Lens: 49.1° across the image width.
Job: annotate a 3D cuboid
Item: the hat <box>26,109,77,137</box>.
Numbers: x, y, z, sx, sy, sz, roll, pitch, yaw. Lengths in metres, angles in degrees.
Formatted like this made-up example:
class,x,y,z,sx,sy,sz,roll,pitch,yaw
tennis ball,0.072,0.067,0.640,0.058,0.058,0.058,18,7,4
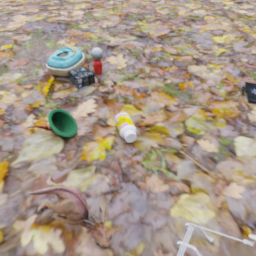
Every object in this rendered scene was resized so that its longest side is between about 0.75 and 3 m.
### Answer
class,x,y,z,sx,sy,sz,roll,pitch,yaw
hat,-2.851,0.048,10.862,1.431,1.260,1.185,51,37,3

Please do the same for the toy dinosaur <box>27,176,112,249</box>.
class,x,y,z,sx,sy,sz,roll,pitch,yaw
toy dinosaur,-1.298,1.969,6.998,1.576,2.325,0.998,2,51,39

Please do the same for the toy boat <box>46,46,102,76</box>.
class,x,y,z,sx,sy,sz,roll,pitch,yaw
toy boat,-2.622,-3.539,14.276,2.827,1.314,2.376,9,40,11

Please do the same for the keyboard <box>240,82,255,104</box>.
class,x,y,z,sx,sy,sz,roll,pitch,yaw
keyboard,5.633,-1.620,12.846,0.976,0.208,1.625,13,40,6

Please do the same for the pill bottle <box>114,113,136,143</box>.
class,x,y,z,sx,sy,sz,roll,pitch,yaw
pill bottle,-0.073,0.002,10.531,0.627,0.627,1.202,-11,41,-14

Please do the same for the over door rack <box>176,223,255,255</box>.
class,x,y,z,sx,sy,sz,roll,pitch,yaw
over door rack,2.022,3.088,6.698,1.796,0.598,1.327,0,34,35

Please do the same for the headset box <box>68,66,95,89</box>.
class,x,y,z,sx,sy,sz,roll,pitch,yaw
headset box,-2.289,-2.495,13.643,0.957,0.510,1.099,-24,45,-26
